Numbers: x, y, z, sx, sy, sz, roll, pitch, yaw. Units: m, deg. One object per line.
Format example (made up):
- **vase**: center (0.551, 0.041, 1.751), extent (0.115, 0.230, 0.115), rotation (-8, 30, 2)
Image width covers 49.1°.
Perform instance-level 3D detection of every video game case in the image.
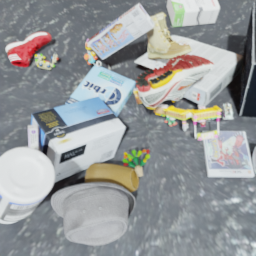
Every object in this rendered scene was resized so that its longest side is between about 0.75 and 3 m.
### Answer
- **video game case**: center (3.035, 0.785, 8.605), extent (1.366, 0.172, 1.499), rotation (0, 61, 0)

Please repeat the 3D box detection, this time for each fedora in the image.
- **fedora**: center (-0.832, 2.192, 6.771), extent (2.099, 1.856, 0.948), rotation (-6, 41, -2)

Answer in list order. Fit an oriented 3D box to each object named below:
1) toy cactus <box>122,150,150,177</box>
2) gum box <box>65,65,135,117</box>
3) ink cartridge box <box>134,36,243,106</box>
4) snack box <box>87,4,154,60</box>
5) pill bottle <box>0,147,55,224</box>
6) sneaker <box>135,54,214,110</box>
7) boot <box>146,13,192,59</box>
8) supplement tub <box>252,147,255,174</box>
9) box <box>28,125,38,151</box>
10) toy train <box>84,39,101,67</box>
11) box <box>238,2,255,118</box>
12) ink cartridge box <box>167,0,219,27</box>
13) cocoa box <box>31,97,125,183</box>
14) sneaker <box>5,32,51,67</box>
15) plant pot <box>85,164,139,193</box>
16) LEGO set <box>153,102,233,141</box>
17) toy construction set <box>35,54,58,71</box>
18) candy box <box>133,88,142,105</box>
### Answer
- **toy cactus**: center (0.227, 0.914, 7.230), extent (0.850, 0.434, 0.701), rotation (-15, 89, 23)
- **gum box**: center (-0.894, -1.098, 9.458), extent (1.624, 0.426, 1.912), rotation (26, 63, 11)
- **ink cartridge box**: center (2.023, -2.077, 9.592), extent (2.895, 0.726, 2.348), rotation (29, 56, 33)
- **snack box**: center (-0.269, -2.874, 8.564), extent (2.109, 0.758, 0.256), rotation (-22, 39, 34)
- **pill bottle**: center (-2.432, 1.353, 6.084), extent (1.159, 2.038, 1.159), rotation (17, 52, -24)
- **sneaker**: center (1.204, -1.210, 7.138), extent (2.230, 0.916, 0.868), rotation (-25, 40, -16)
- **boot**: center (1.175, -2.887, 8.752), extent (0.637, 1.361, 1.751), rotation (-24, 24, -30)
- **supplement tub**: center (4.476, 0.955, 7.981), extent (1.491, 1.081, 1.081), rotation (3, 61, 2)
- **box**: center (-2.308, 0.504, 6.832), extent (0.223, 1.151, 0.239), rotation (-3, 24, -19)
- **toy train**: center (-1.187, -2.701, 9.614), extent (0.851, 0.315, 1.133), rotation (17, 105, 34)
- **box**: center (4.437, -2.017, 8.664), extent (1.602, 2.586, 2.542), rotation (4, 60, 16)
- **ink cartridge box**: center (2.615, -4.909, 11.444), extent (1.811, 0.761, 1.318), rotation (-6, 61, -3)
- **cocoa box**: center (-1.438, 0.258, 7.762), extent (2.134, 1.423, 1.400), rotation (-20, 57, -37)
- **sneaker**: center (-3.588, -2.812, 10.438), extent (1.754, 0.687, 1.013), rotation (-24, 71, 1)
- **plant pot**: center (-0.353, 1.431, 7.489), extent (1.186, 1.105, 1.105), rotation (-10, 58, 21)
- **LEGO set**: center (1.860, -0.182, 8.302), extent (2.357, 0.877, 1.084), rotation (-1, 22, 20)
- **toy construction set**: center (-3.010, -2.439, 10.295), extent (0.933, 0.430, 0.612), rotation (4, 60, 15)
- **candy box**: center (0.644, -1.137, 9.293), extent (0.860, 0.502, 0.243), rotation (-14, 26, 11)
